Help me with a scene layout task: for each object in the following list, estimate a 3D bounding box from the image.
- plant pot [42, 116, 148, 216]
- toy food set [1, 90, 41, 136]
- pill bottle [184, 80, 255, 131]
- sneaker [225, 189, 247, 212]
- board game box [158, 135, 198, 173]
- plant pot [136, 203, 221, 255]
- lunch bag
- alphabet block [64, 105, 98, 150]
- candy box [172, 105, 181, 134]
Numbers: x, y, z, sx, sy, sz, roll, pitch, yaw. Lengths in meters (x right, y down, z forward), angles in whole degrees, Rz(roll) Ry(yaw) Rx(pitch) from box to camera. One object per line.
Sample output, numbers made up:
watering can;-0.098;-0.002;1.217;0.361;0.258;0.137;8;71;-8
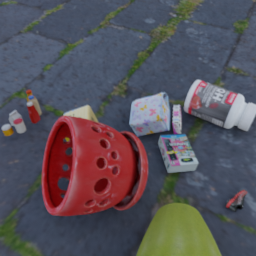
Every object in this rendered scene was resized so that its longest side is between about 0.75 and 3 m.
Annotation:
plant pot;-0.853;0.990;7.246;2.177;2.391;2.391;7;40;-32
toy food set;-3.634;-0.537;9.687;0.861;0.812;1.804;9;38;24
pill bottle;3.237;-0.737;9.814;2.280;1.262;1.262;24;52;21
sneaker;3.127;2.067;7.893;0.813;0.287;0.397;-32;54;-23
board game box;1.555;0.793;8.896;0.904;0.394;1.225;-3;45;-13
plant pot;1.087;2.943;6.039;2.267;2.267;2.423;5;34;5
lunch bag;0.789;-0.524;9.684;1.222;0.916;1.441;-13;48;21
alphabet block;-1.490;0.026;9.006;0.959;0.964;0.982;-19;41;9
candy box;1.713;-0.297;9.842;0.268;0.600;0.879;-3;45;14
